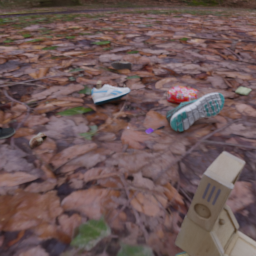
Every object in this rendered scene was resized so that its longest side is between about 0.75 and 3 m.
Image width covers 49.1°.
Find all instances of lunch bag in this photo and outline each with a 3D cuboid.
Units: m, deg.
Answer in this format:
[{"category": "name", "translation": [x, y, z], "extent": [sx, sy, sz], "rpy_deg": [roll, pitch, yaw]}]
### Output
[{"category": "lunch bag", "translation": [2.630, -1.535, 13.606], "extent": [1.407, 0.576, 1.239], "rpy_deg": [14, 33, 23]}]

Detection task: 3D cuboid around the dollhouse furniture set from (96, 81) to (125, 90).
[{"category": "dollhouse furniture set", "translation": [-0.891, -1.921, 14.218], "extent": [1.433, 0.634, 0.743], "rpy_deg": [5, 31, 7]}]

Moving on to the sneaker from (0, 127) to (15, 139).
[{"category": "sneaker", "translation": [-5.070, 0.052, 10.798], "extent": [1.276, 0.678, 0.477], "rpy_deg": [-11, 32, -17]}]

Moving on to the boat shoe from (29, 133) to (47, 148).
[{"category": "boat shoe", "translation": [-3.348, 0.465, 10.456], "extent": [0.317, 0.334, 0.883], "rpy_deg": [11, 34, 15]}]

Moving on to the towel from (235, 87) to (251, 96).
[{"category": "towel", "translation": [6.054, -1.941, 14.721], "extent": [0.645, 0.159, 0.870], "rpy_deg": [21, 36, 33]}]

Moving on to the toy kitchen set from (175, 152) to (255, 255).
[{"category": "toy kitchen set", "translation": [2.140, 2.313, 5.113], "extent": [2.523, 2.276, 2.058], "rpy_deg": [29, 38, 27]}]

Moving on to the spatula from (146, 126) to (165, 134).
[{"category": "spatula", "translation": [1.117, 0.049, 11.389], "extent": [0.876, 0.090, 0.247], "rpy_deg": [-15, 34, -24]}]

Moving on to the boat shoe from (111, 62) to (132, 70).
[{"category": "boat shoe", "translation": [-0.437, -4.028, 18.004], "extent": [1.379, 0.522, 0.495], "rpy_deg": [2, 26, -15]}]

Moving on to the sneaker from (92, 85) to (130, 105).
[{"category": "sneaker", "translation": [-0.810, -1.708, 13.451], "extent": [1.906, 0.770, 0.729], "rpy_deg": [-16, -9, -22]}]

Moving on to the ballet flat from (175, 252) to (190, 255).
[{"category": "ballet flat", "translation": [1.037, 2.980, 6.188], "extent": [1.053, 0.372, 0.372], "rpy_deg": [-6, 31, -13]}]

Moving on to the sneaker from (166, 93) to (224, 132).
[{"category": "sneaker", "translation": [2.714, -0.835, 11.660], "extent": [2.655, 1.030, 1.211], "rpy_deg": [-23, 25, -12]}]
